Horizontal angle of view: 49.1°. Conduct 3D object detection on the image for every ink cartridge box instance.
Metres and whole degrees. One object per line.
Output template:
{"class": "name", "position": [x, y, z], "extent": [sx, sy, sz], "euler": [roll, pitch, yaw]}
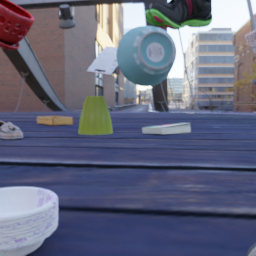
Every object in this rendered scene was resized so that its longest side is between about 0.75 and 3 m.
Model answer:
{"class": "ink cartridge box", "position": [-0.822, -2.788, 12.274], "extent": [1.176, 0.543, 2.158], "euler": [12, 47, 17]}

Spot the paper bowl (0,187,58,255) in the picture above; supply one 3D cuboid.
{"class": "paper bowl", "position": [-0.952, 0.762, 2.255], "extent": [0.760, 0.395, 0.760], "euler": [0, 5, 0]}

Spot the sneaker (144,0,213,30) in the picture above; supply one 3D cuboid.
{"class": "sneaker", "position": [1.317, -3.095, 7.174], "extent": [0.941, 1.028, 2.453], "euler": [26, 35, 38]}

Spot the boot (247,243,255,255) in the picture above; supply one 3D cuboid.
{"class": "boot", "position": [1.049, 0.800, 0.858], "extent": [1.475, 0.540, 1.110], "euler": [-1, 2, 33]}

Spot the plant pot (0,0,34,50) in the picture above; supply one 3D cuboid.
{"class": "plant pot", "position": [-3.589, -3.028, 8.207], "extent": [1.266, 1.153, 1.266], "euler": [32, 20, -13]}

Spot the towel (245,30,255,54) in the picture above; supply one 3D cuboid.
{"class": "towel", "position": [4.385, -2.937, 9.363], "extent": [0.124, 0.735, 0.770], "euler": [-35, 6, -31]}

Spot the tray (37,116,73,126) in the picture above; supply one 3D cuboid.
{"class": "tray", "position": [-4.411, -0.426, 16.722], "extent": [1.255, 0.471, 2.544], "euler": [-4, 5, -36]}

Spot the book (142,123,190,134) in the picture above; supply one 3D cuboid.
{"class": "book", "position": [1.577, 0.062, 11.523], "extent": [1.699, 0.408, 1.135], "euler": [-6, 4, -39]}

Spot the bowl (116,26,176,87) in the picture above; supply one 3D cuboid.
{"class": "bowl", "position": [0.872, -2.836, 10.684], "extent": [2.430, 2.430, 1.271], "euler": [-1, 3, -16]}

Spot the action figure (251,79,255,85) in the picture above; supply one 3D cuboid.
{"class": "action figure", "position": [3.497, -1.423, 6.922], "extent": [1.116, 0.387, 0.726], "euler": [-45, 1, 45]}

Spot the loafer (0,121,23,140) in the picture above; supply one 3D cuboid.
{"class": "loafer", "position": [-4.323, 0.053, 9.828], "extent": [1.885, 0.593, 0.678], "euler": [4, 6, 43]}

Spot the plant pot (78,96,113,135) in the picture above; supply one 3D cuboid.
{"class": "plant pot", "position": [-1.331, -0.530, 11.400], "extent": [1.410, 1.507, 1.410], "euler": [0, 4, 0]}
